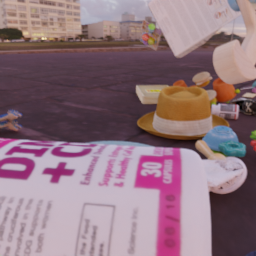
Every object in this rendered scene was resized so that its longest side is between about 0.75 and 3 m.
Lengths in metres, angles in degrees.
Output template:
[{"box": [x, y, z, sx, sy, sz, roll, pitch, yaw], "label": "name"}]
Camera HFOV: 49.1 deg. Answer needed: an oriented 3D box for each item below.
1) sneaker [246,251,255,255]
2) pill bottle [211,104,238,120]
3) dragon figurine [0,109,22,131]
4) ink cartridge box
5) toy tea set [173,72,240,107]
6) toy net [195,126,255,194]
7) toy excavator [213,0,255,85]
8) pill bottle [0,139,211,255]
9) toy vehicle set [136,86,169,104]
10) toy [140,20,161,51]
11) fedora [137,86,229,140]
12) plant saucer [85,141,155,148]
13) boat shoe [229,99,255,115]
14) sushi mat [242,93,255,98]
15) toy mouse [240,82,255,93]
[{"box": [1.701, 1.481, 2.821, 1.051, 0.432, 0.388, -11, 42, 24], "label": "sneaker"}, {"box": [3.004, -0.515, 8.725, 0.776, 0.450, 0.450, 6, 19, 17], "label": "pill bottle"}, {"box": [-3.884, -0.131, 7.234, 2.208, 0.650, 1.098, 3, 19, 7], "label": "dragon figurine"}, {"box": [2.212, -3.863, 9.141, 2.594, 2.108, 0.740, -28, -3, 24], "label": "ink cartridge box"}, {"box": [2.974, -1.359, 11.090, 1.618, 1.007, 2.721, -35, 30, -8], "label": "toy tea set"}, {"box": [1.936, 0.615, 5.252, 1.476, 0.543, 2.813, 11, 23, 23], "label": "toy net"}, {"box": [1.998, -2.026, 4.413, 2.177, 2.239, 1.118, -25, 8, -29], "label": "toy excavator"}, {"box": [-0.832, 0.915, 2.467, 2.849, 1.615, 1.615, 2, 18, 9], "label": "pill bottle"}, {"box": [1.178, -1.431, 11.738, 1.464, 0.312, 2.356, -1, 18, -4], "label": "toy vehicle set"}, {"box": [0.721, -3.182, 9.930, 0.744, 0.305, 1.293, 34, -16, 6], "label": "toy"}, {"box": [1.512, -0.531, 7.741, 2.703, 1.102, 2.703, 0, 17, 0], "label": "fedora"}, {"box": [-0.304, 0.843, 4.552, 2.425, 0.467, 2.425, 0, 19, 0], "label": "plant saucer"}, {"box": [3.981, -0.664, 9.139, 0.491, 0.546, 1.543, -7, 12, -22], "label": "boat shoe"}, {"box": [5.227, -1.397, 12.071, 0.424, 0.054, 0.885, 11, 21, 34], "label": "sushi mat"}, {"box": [6.251, -1.880, 12.918, 2.001, 0.436, 2.252, 11, 21, 30], "label": "toy mouse"}]
